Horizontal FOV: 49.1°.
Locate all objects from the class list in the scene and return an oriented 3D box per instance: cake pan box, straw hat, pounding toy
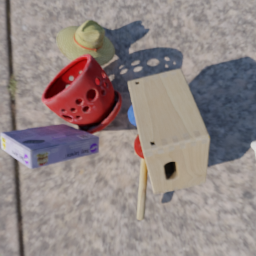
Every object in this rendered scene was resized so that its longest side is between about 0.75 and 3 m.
[{"bbox_3d":[-2.127,0.397,7.743,1.949,2.117,0.554,18,111,43],"label":"cake pan box"},{"bbox_3d":[-1.258,-3.026,9.224,2.086,0.883,2.086,13,54,-19],"label":"straw hat"},{"bbox_3d":[0.866,0.577,7.828,2.131,2.998,2.760,-13,52,3],"label":"pounding toy"}]

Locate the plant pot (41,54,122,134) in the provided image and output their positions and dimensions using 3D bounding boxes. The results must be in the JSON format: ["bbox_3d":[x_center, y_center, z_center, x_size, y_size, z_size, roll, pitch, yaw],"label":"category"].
[{"bbox_3d":[-1.290,-0.943,8.453,1.778,1.953,1.953,45,77,-33],"label":"plant pot"}]

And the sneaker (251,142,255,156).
[{"bbox_3d":[3.452,0.723,7.235,0.429,1.071,0.377,-38,119,9],"label":"sneaker"}]
